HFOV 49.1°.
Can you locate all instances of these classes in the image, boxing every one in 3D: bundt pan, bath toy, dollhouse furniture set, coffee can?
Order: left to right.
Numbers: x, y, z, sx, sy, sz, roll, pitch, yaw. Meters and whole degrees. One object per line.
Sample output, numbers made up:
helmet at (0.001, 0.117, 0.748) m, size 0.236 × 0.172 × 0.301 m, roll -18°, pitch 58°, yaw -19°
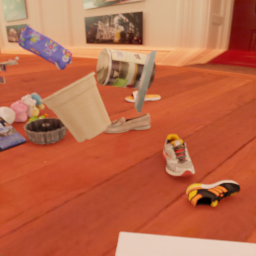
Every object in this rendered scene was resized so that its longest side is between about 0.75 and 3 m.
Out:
dollhouse furniture set at (-5.073, -2.535, 11.050) m, size 1.089 × 1.216 × 1.534 m, roll -8°, pitch -4°, yaw 6°
bath toy at (-5.533, -0.817, 14.374) m, size 1.019 × 1.199 × 2.758 m, roll -35°, pitch 5°, yaw 34°
bundt pan at (-3.578, 0.173, 12.313) m, size 1.848 × 0.694 × 1.848 m, roll 0°, pitch 23°, yaw 0°
coffee can at (-0.123, -2.633, 12.706) m, size 2.243 × 1.642 × 1.642 m, roll 2°, pitch 20°, yaw -25°

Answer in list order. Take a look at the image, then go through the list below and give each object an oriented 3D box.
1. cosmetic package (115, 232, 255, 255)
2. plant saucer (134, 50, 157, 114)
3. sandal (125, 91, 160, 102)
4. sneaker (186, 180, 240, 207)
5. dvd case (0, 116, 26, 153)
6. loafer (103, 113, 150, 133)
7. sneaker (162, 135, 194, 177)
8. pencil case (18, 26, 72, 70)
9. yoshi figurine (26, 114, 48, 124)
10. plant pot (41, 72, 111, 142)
cosmetic package at (1.181, 2.767, 5.329) m, size 2.804 × 1.157 × 0.710 m, roll 2°, pitch 21°, yaw 7°
plant saucer at (0.646, -1.788, 10.841) m, size 0.347 × 2.529 × 2.529 m, roll 14°, pitch 23°, yaw 1°
sandal at (0.941, -2.126, 17.963) m, size 2.354 × 0.675 × 0.902 m, roll -7°, pitch 23°, yaw -17°
sneaker at (2.544, 1.998, 8.141) m, size 1.613 × 0.564 × 0.726 m, roll -4°, pitch 33°, yaw -4°
dvd case at (-3.547, 0.048, 7.545) m, size 1.389 × 0.122 × 0.991 m, roll 42°, pitch 21°, yaw 6°
loafer at (-0.063, -0.269, 13.331) m, size 2.327 × 0.731 × 0.836 m, roll -6°, pitch 23°, yaw -15°
sneaker at (1.714, 0.971, 10.006) m, size 0.902 × 0.952 × 2.317 m, roll -4°, pitch 23°, yaw -8°
pencil case at (-3.500, -3.317, 11.920) m, size 2.304 × 1.000 × 0.899 m, roll 28°, pitch -27°, yaw -21°
yoshi figurine at (-4.403, -0.329, 13.704) m, size 1.109 × 0.621 × 0.623 m, roll -22°, pitch 37°, yaw -37°
plant pot at (-1.397, -0.528, 8.358) m, size 1.764 × 1.615 × 1.764 m, roll -27°, pitch 13°, yaw 7°
